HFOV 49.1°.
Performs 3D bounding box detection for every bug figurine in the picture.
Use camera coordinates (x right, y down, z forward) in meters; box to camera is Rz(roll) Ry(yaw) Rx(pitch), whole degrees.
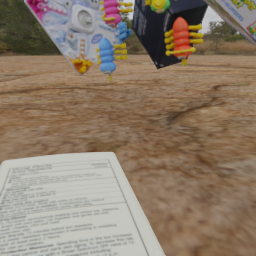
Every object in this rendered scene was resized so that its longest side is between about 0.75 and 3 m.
[{"bbox_3d":[0.191,-1.791,5.017,2.112,1.638,0.543,-8,8,22],"label":"bug figurine"}]

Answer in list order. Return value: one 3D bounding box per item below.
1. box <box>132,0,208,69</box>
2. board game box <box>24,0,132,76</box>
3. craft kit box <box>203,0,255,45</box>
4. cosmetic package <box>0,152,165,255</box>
[{"bbox_3d":[1.313,-3.936,10.016,1.359,2.611,2.377,-19,66,-15],"label":"box"},{"bbox_3d":[-1.502,-3.802,9.707,2.926,2.927,0.379,-47,24,-29],"label":"board game box"},{"bbox_3d":[1.892,-3.217,6.326,2.935,0.721,2.972,29,28,-21],"label":"craft kit box"},{"bbox_3d":[-0.453,1.145,2.087,1.273,1.074,2.463,-4,18,-11],"label":"cosmetic package"}]
